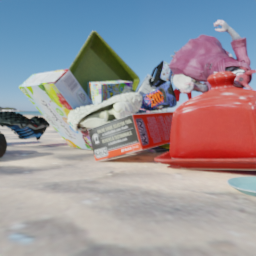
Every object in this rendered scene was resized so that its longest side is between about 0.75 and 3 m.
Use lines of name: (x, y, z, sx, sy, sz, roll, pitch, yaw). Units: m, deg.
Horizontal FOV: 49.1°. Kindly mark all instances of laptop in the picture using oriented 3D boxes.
laptop: (0.916, 0.055, 9.893, 1.982, 1.227, 2.116, 1, 2, 20)

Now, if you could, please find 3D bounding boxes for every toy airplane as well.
toy airplane: (2.260, -1.563, 11.263, 1.366, 1.366, 0.251, -2, 23, -30)

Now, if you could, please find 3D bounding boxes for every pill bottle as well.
pill bottle: (1.935, -1.660, 9.872, 0.619, 0.619, 1.088, 1, 8, 14)

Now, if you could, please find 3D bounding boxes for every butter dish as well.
butter dish: (2.068, -0.229, 5.913, 2.573, 1.907, 2.580, -6, 3, 38)

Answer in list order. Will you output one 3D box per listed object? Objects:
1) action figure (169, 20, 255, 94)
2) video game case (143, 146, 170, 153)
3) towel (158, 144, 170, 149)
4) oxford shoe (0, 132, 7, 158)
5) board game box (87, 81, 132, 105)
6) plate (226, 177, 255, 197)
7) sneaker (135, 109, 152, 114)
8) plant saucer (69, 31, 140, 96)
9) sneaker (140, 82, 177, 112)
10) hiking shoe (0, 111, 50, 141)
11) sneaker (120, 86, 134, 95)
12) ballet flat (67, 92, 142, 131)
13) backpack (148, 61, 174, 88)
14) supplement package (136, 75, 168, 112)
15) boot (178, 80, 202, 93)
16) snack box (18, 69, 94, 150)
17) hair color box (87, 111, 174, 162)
action figure: (2.308, -1.418, 7.256, 2.127, 1.914, 2.857, 31, 14, -32)
video game case: (0.781, 0.667, 9.025, 0.833, 0.111, 1.166, -3, 5, -41)
towel: (1.555, 0.591, 8.612, 1.158, 0.105, 0.498, 5, 6, 29)
oxford shoe: (-4.576, 0.300, 6.932, 2.848, 1.035, 1.202, 1, 4, 18)
board game box: (-0.614, -1.229, 9.807, 1.444, 0.757, 0.744, -13, 20, -42)
plate: (1.971, 0.876, 4.088, 1.017, 0.130, 1.017, -1, 3, 0)
sneaker: (0.408, -0.444, 8.324, 0.432, 0.369, 1.052, -9, -6, 31)
plant saucer: (-1.008, -1.586, 10.076, 0.645, 2.693, 2.689, -10, -43, 46)
sneaker: (0.869, -0.842, 8.732, 0.822, 0.789, 2.095, -17, -5, -16)
hiking shoe: (-3.677, 0.030, 9.659, 0.774, 0.902, 2.081, 38, 15, 34)
sneaker: (-0.239, -0.605, 8.881, 0.640, 0.701, 1.733, 8, -40, -37)
ballet flat: (-0.517, -0.330, 7.209, 2.064, 0.740, 0.740, -19, 6, -9)
backpack: (1.355, -2.042, 10.779, 0.788, 0.974, 1.022, 12, -8, -19)
supplement package: (0.829, -0.960, 11.452, 1.324, 1.320, 2.258, 31, 35, -4)
boot: (2.779, -1.755, 12.234, 0.970, 0.466, 1.326, 22, 46, 14)
snack box: (-1.738, -0.429, 8.294, 1.878, 2.641, 0.700, 5, 49, 44)
hair color box: (0.425, 0.150, 7.476, 1.425, 0.860, 2.807, -18, -6, 35)
